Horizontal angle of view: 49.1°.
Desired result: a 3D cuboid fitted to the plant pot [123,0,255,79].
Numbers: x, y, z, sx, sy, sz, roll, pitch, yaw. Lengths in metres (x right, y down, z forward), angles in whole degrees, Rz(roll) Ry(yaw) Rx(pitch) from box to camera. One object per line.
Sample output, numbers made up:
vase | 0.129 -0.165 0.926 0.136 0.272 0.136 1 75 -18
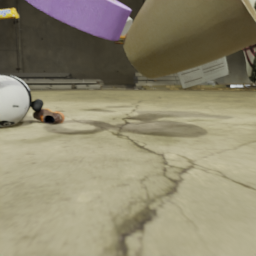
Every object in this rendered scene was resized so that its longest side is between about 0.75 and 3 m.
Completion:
plant pot | 1.225 -2.330 6.319 2.639 2.472 2.472 -30 -9 33

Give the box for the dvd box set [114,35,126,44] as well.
dvd box set | 0.187 -4.140 12.993 1.649 0.242 1.206 -1 4 -4

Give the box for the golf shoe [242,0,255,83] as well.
golf shoe | 4.287 -2.931 9.436 1.117 2.895 1.275 -29 41 -18

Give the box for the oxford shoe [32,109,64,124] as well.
oxford shoe | -3.068 -0.421 10.369 1.429 0.509 0.521 5 16 27

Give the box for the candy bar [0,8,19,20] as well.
candy bar | -3.367 -2.833 7.039 1.203 0.300 0.133 -26 -3 -40

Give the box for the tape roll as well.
tape roll | -1.086 -2.755 6.135 2.253 0.739 2.253 23 22 -10

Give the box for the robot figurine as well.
robot figurine | -4.366 -0.966 9.955 2.122 1.762 2.824 -33 17 -9

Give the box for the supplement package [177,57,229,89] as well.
supplement package | 2.385 -3.045 10.114 1.759 2.335 1.772 -16 45 17

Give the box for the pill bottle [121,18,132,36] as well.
pill bottle | -0.675 -4.127 10.390 1.614 0.907 0.907 37 20 12
